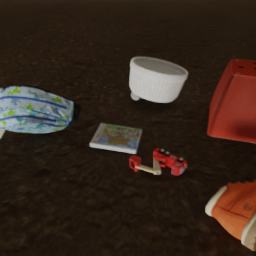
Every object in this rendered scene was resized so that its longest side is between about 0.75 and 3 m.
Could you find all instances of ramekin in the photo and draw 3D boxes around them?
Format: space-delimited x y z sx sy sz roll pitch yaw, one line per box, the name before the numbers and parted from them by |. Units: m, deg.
ramekin | 1.141 -1.980 11.559 2.355 1.236 2.355 11 27 -5

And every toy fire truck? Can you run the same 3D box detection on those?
toy fire truck | 0.874 1.068 8.243 1.442 0.351 1.017 24 42 29

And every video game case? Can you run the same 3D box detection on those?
video game case | -0.374 0.322 9.479 1.511 0.167 1.375 9 31 7

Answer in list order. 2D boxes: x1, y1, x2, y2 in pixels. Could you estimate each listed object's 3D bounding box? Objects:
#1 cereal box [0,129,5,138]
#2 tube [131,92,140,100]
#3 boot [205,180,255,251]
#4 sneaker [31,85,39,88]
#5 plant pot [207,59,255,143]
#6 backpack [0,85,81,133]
cereal box | -5.356 0.420 9.047 2.114 0.581 2.938 -2 32 -3
tube | 0.677 -1.695 12.606 0.639 0.416 1.651 9 27 26
boot | 3.084 1.612 6.878 2.673 1.003 1.433 -26 36 -34
sneaker | -4.626 -1.684 12.513 0.508 0.434 1.237 29 41 33
plant pot | 4.314 -1.085 9.931 2.492 2.199 2.495 10 33 14
backpack | -3.071 -0.559 9.047 1.954 2.395 1.842 -1 66 30
